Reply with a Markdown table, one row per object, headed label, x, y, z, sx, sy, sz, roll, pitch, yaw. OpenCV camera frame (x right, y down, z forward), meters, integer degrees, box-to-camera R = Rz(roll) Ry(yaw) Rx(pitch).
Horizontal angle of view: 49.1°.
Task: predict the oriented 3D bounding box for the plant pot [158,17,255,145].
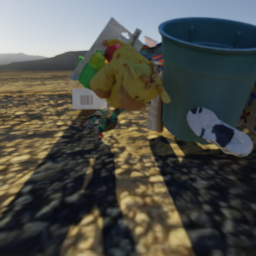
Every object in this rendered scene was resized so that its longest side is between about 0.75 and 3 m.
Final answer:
| label | x | y | z | sx | sy | sz | roll | pitch | yaw |
| --- | --- | --- | --- | --- | --- | --- | --- | --- | --- |
| plant pot | 2.073 | -1.203 | 7.414 | 2.778 | 2.721 | 2.778 | 1 | 34 | -1 |

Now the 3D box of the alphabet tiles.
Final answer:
| label | x | y | z | sx | sy | sz | roll | pitch | yaw |
| --- | --- | --- | --- | --- | --- | --- | --- | --- | --- |
| alphabet tiles | 3.701 | -1.128 | 6.900 | 0.093 | 2.936 | 2.443 | -3 | 33 | -26 |

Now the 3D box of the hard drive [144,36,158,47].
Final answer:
| label | x | y | z | sx | sy | sz | roll | pitch | yaw |
| --- | --- | --- | --- | --- | --- | --- | --- | --- | --- |
| hard drive | 0.884 | -2.933 | 10.097 | 0.573 | 0.114 | 0.869 | 32 | -7 | 20 |

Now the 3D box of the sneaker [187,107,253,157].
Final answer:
| label | x | y | z | sx | sy | sz | roll | pitch | yaw |
| --- | --- | --- | --- | --- | --- | --- | --- | --- | --- |
| sneaker | 2.116 | 0.166 | 6.445 | 1.598 | 0.638 | 1.040 | 29 | -3 | 33 |

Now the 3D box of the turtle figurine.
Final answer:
| label | x | y | z | sx | sy | sz | roll | pitch | yaw |
| --- | --- | --- | --- | --- | --- | --- | --- | --- | --- |
| turtle figurine | -0.615 | -0.289 | 8.246 | 1.503 | 0.757 | 1.125 | -39 | 15 | 7 |

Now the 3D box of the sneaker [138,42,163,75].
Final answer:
| label | x | y | z | sx | sy | sz | roll | pitch | yaw |
| --- | --- | --- | --- | --- | --- | --- | --- | --- | --- |
| sneaker | 1.054 | -2.213 | 9.098 | 2.608 | 1.023 | 0.982 | -4 | 28 | 13 |

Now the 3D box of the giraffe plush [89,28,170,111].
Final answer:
| label | x | y | z | sx | sy | sz | roll | pitch | yaw |
| --- | --- | --- | --- | --- | --- | --- | --- | --- | --- |
| giraffe plush | 0.154 | -0.916 | 5.599 | 1.504 | 1.743 | 1.413 | -1 | 35 | -23 |

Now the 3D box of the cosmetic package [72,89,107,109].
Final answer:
| label | x | y | z | sx | sy | sz | roll | pitch | yaw |
| --- | --- | --- | --- | --- | --- | --- | --- | --- | --- |
| cosmetic package | -1.505 | -1.148 | 11.375 | 1.123 | 0.789 | 2.214 | -1 | 4 | 0 |

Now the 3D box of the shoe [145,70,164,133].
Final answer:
| label | x | y | z | sx | sy | sz | roll | pitch | yaw |
| --- | --- | --- | --- | --- | --- | --- | --- | --- | --- |
| shoe | 0.888 | -0.818 | 8.479 | 0.514 | 1.927 | 0.674 | 8 | 1 | 25 |

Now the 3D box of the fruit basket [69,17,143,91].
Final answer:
| label | x | y | z | sx | sy | sz | roll | pitch | yaw |
| --- | --- | --- | --- | --- | --- | --- | --- | --- | --- |
| fruit basket | -0.493 | -1.627 | 6.640 | 0.764 | 1.629 | 1.509 | 40 | 14 | 29 |
